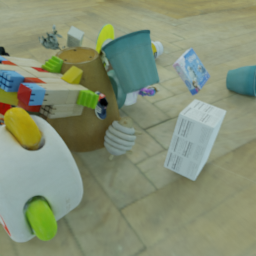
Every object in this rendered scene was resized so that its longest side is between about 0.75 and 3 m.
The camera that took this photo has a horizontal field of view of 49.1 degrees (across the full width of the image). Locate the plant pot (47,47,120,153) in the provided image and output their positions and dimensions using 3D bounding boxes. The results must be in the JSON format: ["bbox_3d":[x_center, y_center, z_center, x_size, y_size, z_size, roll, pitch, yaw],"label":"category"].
[{"bbox_3d":[-1.440,-1.038,8.717,2.470,2.650,2.470,1,36,0],"label":"plant pot"}]

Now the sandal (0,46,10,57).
[{"bbox_3d":[-3.570,-2.007,8.223,0.220,0.917,0.345,4,54,-3],"label":"sandal"}]

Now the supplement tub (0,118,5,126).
[{"bbox_3d":[-4.010,0.334,8.420,0.818,0.818,1.336,0,37,-1],"label":"supplement tub"}]

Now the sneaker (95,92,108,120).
[{"bbox_3d":[-0.707,-0.565,7.807,0.383,0.906,0.339,21,52,33],"label":"sneaker"}]

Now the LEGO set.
[{"bbox_3d":[-2.327,-2.414,8.475,0.856,1.318,0.373,7,37,17],"label":"LEGO set"}]

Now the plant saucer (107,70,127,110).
[{"bbox_3d":[-0.588,-1.335,9.982,0.257,1.429,1.429,-12,37,-38],"label":"plant saucer"}]

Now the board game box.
[{"bbox_3d":[2.222,-1.966,9.721,0.275,1.260,1.266,-24,18,48],"label":"board game box"}]

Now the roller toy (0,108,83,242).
[{"bbox_3d":[-2.215,0.996,6.168,1.824,2.611,2.381,-31,5,-32],"label":"roller toy"}]

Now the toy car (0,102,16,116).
[{"bbox_3d":[-3.822,-0.360,7.998,2.007,2.133,0.476,7,46,8],"label":"toy car"}]

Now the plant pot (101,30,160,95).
[{"bbox_3d":[0.163,-1.812,8.043,1.483,1.452,1.483,-19,5,2],"label":"plant pot"}]

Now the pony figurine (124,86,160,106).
[{"bbox_3d":[0.231,-1.551,10.228,1.460,1.260,1.513,-5,27,-31],"label":"pony figurine"}]

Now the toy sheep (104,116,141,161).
[{"bbox_3d":[-0.227,0.324,8.107,0.984,1.427,0.984,21,8,-3],"label":"toy sheep"}]

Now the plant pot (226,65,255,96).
[{"bbox_3d":[4.551,-1.881,11.116,1.136,1.209,1.209,7,35,35],"label":"plant pot"}]

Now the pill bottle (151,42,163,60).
[{"bbox_3d":[0.859,-3.611,13.445,1.675,0.938,0.938,-27,45,-30],"label":"pill bottle"}]

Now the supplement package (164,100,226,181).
[{"bbox_3d":[1.784,0.294,7.490,0.915,1.651,1.286,25,33,21],"label":"supplement package"}]

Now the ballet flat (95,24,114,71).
[{"bbox_3d":[-0.813,-2.409,9.347,0.656,1.962,0.658,-6,43,-46],"label":"ballet flat"}]

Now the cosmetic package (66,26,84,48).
[{"bbox_3d":[-1.668,-2.771,8.792,0.450,0.855,0.304,28,74,-10],"label":"cosmetic package"}]

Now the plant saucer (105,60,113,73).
[{"bbox_3d":[-0.785,-1.888,10.679,0.334,1.826,1.826,-5,33,-41],"label":"plant saucer"}]

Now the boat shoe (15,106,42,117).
[{"bbox_3d":[-2.981,-1.139,9.455,0.982,1.073,2.872,15,34,22],"label":"boat shoe"}]

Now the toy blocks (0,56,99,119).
[{"bbox_3d":[-2.465,-1.037,6.846,2.885,1.442,1.972,30,21,25],"label":"toy blocks"}]
